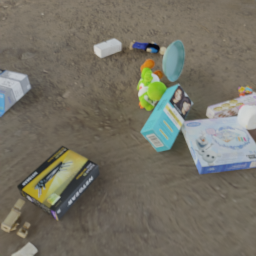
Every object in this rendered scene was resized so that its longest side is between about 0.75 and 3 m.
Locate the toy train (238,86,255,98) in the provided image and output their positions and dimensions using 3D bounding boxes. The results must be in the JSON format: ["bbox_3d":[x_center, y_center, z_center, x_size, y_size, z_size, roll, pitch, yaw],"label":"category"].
[{"bbox_3d":[5.107,-1.484,12.216,0.888,0.247,0.667,-13,65,-24],"label":"toy train"}]

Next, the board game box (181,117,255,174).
[{"bbox_3d":[3.252,0.541,9.891,2.194,0.476,2.183,-5,44,-6],"label":"board game box"}]

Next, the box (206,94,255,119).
[{"bbox_3d":[4.282,-0.840,11.357,2.326,0.450,0.482,-15,46,-16],"label":"box"}]

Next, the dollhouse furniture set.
[{"bbox_3d":[-3.022,2.590,7.920,0.719,0.452,0.813,31,46,-4],"label":"dollhouse furniture set"}]

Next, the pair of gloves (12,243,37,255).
[{"bbox_3d":[-2.563,3.549,6.948,1.004,0.207,1.181,-33,54,-30],"label":"pair of gloves"}]

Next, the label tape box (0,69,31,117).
[{"bbox_3d":[-5.543,-1.512,11.858,1.678,0.737,2.327,14,45,14],"label":"label tape box"}]

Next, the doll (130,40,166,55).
[{"bbox_3d":[1.127,-4.308,14.976,1.907,0.462,1.301,15,36,15],"label":"doll"}]

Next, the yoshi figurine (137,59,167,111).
[{"bbox_3d":[1.114,-1.822,11.745,1.430,1.425,2.545,7,47,1],"label":"yoshi figurine"}]

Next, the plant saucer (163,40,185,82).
[{"bbox_3d":[2.027,-3.040,12.731,0.329,1.828,1.828,16,45,32],"label":"plant saucer"}]

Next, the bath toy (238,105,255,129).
[{"bbox_3d":[5.305,-0.369,10.149,2.985,1.298,1.103,1,30,-10],"label":"bath toy"}]

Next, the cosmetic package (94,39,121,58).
[{"bbox_3d":[-1.085,-4.245,14.906,1.324,0.490,0.673,-28,50,-28],"label":"cosmetic package"}]

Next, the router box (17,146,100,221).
[{"bbox_3d":[-2.110,1.624,8.718,1.571,0.522,1.999,24,49,23],"label":"router box"}]

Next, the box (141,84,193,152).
[{"bbox_3d":[1.476,-0.395,10.232,0.619,1.036,2.518,-18,31,48],"label":"box"}]
